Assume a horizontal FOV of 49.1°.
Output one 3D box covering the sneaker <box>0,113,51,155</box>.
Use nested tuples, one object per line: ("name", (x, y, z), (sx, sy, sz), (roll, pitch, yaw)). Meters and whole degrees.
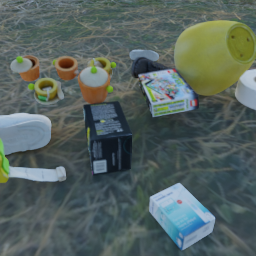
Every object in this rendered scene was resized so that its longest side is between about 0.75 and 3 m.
("sneaker", (-3.330, 0.123, 7.168), (2.650, 1.012, 1.067), (-3, 26, -15))

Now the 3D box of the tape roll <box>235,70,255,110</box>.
("tape roll", (4.562, -1.250, 9.212), (1.878, 0.657, 1.878), (0, 35, 0))

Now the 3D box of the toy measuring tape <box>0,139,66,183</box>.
("toy measuring tape", (-2.387, 0.570, 5.460), (2.747, 1.010, 1.010), (12, 26, -34))

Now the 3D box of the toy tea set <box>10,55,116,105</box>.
("toy tea set", (-1.611, -1.428, 7.075), (2.687, 0.994, 1.598), (-1, 54, -6))

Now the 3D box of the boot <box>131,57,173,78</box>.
("boot", (1.346, -1.900, 9.545), (1.855, 0.738, 2.131), (20, 19, 35))

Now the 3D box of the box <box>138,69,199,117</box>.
("box", (1.050, -1.066, 7.929), (1.218, 0.384, 2.214), (-11, 30, -2))

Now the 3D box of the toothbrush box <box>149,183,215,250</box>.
("toothbrush box", (0.996, 1.641, 5.323), (0.754, 0.439, 1.030), (-18, 38, -24))

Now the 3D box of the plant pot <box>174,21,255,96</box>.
("plant pot", (2.846, -2.270, 8.518), (2.341, 2.341, 1.662), (-18, 4, -24))

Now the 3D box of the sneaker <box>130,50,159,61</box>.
("sneaker", (0.729, -3.193, 12.150), (1.272, 0.486, 0.512), (12, 28, 14))

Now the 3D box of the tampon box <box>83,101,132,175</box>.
("tampon box", (-0.526, 0.205, 6.765), (0.925, 1.098, 1.465), (-7, 36, -11))
